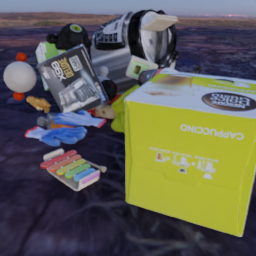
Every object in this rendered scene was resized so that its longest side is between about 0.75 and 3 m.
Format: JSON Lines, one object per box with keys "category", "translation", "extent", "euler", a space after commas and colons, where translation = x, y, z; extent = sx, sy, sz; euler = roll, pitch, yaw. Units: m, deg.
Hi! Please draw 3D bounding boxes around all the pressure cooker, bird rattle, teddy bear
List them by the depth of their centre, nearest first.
{"category": "teddy bear", "translation": [-2.605, -0.666, 8.062], "extent": [0.952, 0.690, 0.318], "euler": [22, 67, 37]}
{"category": "bird rattle", "translation": [-0.440, -0.513, 8.771], "extent": [2.658, 1.497, 2.167], "euler": [1, 9, 35]}
{"category": "pressure cooker", "translation": [0.381, -2.777, 10.119], "extent": [2.988, 2.628, 2.669], "euler": [-6, 19, 37]}

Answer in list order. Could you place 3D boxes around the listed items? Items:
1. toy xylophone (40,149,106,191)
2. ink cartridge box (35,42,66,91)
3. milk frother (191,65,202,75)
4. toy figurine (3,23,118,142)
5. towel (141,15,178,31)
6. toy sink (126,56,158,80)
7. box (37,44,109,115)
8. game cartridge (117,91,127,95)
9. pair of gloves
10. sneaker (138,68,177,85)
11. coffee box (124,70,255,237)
{"category": "toy xylophone", "translation": [-1.170, 0.873, 6.205], "extent": [1.456, 0.366, 1.066], "euler": [17, 29, 31]}
{"category": "ink cartridge box", "translation": [-2.818, -2.551, 10.953], "extent": [0.884, 1.725, 2.334], "euler": [-15, 3, -26]}
{"category": "milk frother", "translation": [2.316, -2.021, 11.322], "extent": [1.301, 1.384, 1.249], "euler": [15, 36, 24]}
{"category": "toy figurine", "translation": [-1.701, -1.192, 7.494], "extent": [2.546, 2.507, 1.771], "euler": [-38, 22, -12]}
{"category": "towel", "translation": [0.968, -3.222, 8.582], "extent": [1.068, 0.184, 0.708], "euler": [-16, -3, -45]}
{"category": "toy sink", "translation": [0.431, -1.739, 8.477], "extent": [0.875, 0.571, 0.490], "euler": [19, 22, -9]}
{"category": "box", "translation": [-1.308, -1.095, 6.805], "extent": [1.180, 1.496, 0.372], "euler": [-23, 27, 0]}
{"category": "game cartridge", "translation": [-0.063, -1.558, 11.749], "extent": [1.230, 0.373, 1.845], "euler": [2, 24, 13]}
{"category": "pair of gloves", "translation": [-0.868, -0.034, 4.082], "extent": [0.896, 0.127, 1.114], "euler": [7, 26, 24]}
{"category": "sneaker", "translation": [1.413, -1.256, 8.795], "extent": [1.196, 1.126, 2.921], "euler": [25, 3, 40]}
{"category": "coffee box", "translation": [1.303, 0.271, 5.352], "extent": [2.147, 2.150, 2.126], "euler": [11, 27, 22]}
